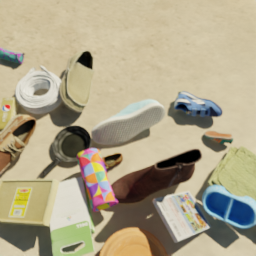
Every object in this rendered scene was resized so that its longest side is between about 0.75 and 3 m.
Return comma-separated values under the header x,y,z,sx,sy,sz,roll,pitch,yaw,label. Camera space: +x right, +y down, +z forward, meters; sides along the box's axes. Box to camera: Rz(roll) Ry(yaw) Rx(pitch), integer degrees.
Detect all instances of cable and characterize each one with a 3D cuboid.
x,y,z,sx,sy,sz,roll,pitch,yaw,label
-3.430,-1.396,10.865,1.838,0.637,1.839,33,64,17,cable

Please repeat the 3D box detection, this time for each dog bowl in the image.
x,y,z,sx,sy,sz,roll,pitch,yaw,label
2.959,2.332,8.184,1.685,0.418,0.939,20,98,25,dog bowl

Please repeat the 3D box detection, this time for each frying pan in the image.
x,y,z,sx,sy,sz,roll,pitch,yaw,label
-2.059,0.951,9.561,1.363,0.367,2.253,13,68,12,frying pan

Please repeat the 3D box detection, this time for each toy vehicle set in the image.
x,y,z,sx,sy,sz,roll,pitch,yaw,label
-3.132,2.194,8.368,2.086,0.276,1.296,-4,59,22,toy vehicle set

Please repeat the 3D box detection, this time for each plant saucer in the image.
x,y,z,sx,sy,sz,roll,pitch,yaw,label
0.188,3.745,7.507,2.056,0.332,2.056,8,58,-13,plant saucer

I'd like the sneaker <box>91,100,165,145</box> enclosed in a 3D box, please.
x,y,z,sx,sy,sz,roll,pitch,yaw,label
-0.060,-0.247,10.125,2.729,1.009,1.118,-20,27,-5,sneaker

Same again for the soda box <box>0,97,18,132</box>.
x,y,z,sx,sy,sz,roll,pitch,yaw,label
-4.436,-0.430,10.343,0.454,0.481,1.419,-3,59,-2,soda box

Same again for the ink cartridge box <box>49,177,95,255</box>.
x,y,z,sx,sy,sz,roll,pitch,yaw,label
-1.671,2.685,8.256,1.161,0.663,2.237,-14,58,-4,ink cartridge box

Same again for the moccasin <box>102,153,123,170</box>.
x,y,z,sx,sy,sz,roll,pitch,yaw,label
-0.792,1.185,9.313,1.322,0.510,0.484,-17,62,-10,moccasin

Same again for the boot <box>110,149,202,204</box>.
x,y,z,sx,sy,sz,roll,pitch,yaw,label
0.649,1.352,8.099,2.734,2.275,0.989,-15,66,-6,boot

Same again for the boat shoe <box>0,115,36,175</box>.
x,y,z,sx,sy,sz,roll,pitch,yaw,label
-3.923,0.547,9.310,0.906,0.955,2.523,-2,53,35,boat shoe

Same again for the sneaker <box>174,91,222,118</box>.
x,y,z,sx,sy,sz,roll,pitch,yaw,label
2.564,-0.718,10.442,1.839,0.680,0.756,22,60,22,sneaker

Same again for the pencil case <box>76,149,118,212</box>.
x,y,z,sx,sy,sz,roll,pitch,yaw,label
-0.965,1.550,8.540,0.860,0.860,1.945,-16,59,-10,pencil case

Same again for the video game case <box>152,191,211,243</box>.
x,y,z,sx,sy,sz,roll,pitch,yaw,label
1.576,2.499,8.087,1.742,0.157,1.248,3,47,-45,video game case

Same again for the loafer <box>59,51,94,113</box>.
x,y,z,sx,sy,sz,roll,pitch,yaw,label
-1.898,-1.931,10.763,1.115,1.006,2.947,20,50,-33,loafer

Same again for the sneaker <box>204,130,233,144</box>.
x,y,z,sx,sy,sz,roll,pitch,yaw,label
3.200,0.377,9.937,1.010,0.404,0.360,11,46,32,sneaker

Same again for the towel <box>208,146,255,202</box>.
x,y,z,sx,sy,sz,roll,pitch,yaw,label
4.065,1.887,8.804,2.741,0.500,2.033,35,59,20,towel

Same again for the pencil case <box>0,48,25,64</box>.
x,y,z,sx,sy,sz,roll,pitch,yaw,label
-5.027,-3.106,11.998,1.103,0.510,0.470,16,55,10,pencil case
